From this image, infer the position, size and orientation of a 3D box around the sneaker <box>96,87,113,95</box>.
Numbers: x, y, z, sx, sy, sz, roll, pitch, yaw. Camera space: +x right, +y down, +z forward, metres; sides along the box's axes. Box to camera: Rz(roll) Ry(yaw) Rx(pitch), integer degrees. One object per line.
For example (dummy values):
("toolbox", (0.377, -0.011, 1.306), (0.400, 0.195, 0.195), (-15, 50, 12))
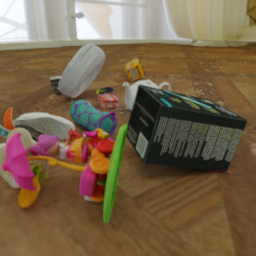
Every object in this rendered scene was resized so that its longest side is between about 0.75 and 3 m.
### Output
("sneaker", (-1.127, -1.791, 13.709), (0.838, 0.310, 0.345), (-9, -9, -2))

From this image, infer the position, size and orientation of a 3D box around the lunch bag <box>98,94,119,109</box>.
("lunch bag", (-0.868, -1.259, 13.174), (0.964, 0.448, 1.094), (-5, 25, -23))

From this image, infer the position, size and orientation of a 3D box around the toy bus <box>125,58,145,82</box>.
("toy bus", (0.441, -3.903, 18.544), (1.073, 0.892, 2.741), (-22, 21, 8))

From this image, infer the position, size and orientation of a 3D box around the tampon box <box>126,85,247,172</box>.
("tampon box", (1.502, 0.006, 7.870), (2.549, 1.609, 1.910), (9, 19, -20))

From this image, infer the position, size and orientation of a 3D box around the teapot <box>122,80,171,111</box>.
("teapot", (0.771, -1.457, 12.031), (1.748, 1.294, 1.771), (24, 34, 11))

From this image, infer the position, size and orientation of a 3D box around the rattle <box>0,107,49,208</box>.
("rattle", (-2.660, 0.635, 6.412), (1.283, 1.971, 1.408), (-6, 18, 12))

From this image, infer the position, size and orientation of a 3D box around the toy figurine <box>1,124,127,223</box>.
("toy figurine", (-1.356, 0.580, 6.114), (2.421, 1.974, 2.630), (10, 28, 2))

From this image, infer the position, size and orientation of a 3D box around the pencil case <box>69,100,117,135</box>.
("pencil case", (-1.329, -0.406, 10.389), (2.129, 0.984, 0.906), (27, -7, 45))

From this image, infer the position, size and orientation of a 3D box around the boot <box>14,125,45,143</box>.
("boot", (-3.211, 0.204, 8.700), (1.394, 0.483, 1.213), (15, -1, 5))

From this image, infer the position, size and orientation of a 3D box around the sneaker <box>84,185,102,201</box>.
("sneaker", (-0.712, 1.418, 6.838), (0.462, 0.417, 1.128), (15, 30, 2))

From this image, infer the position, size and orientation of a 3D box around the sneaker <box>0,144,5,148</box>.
("sneaker", (-3.548, 0.561, 8.725), (0.952, 0.383, 0.364), (8, 20, 4))

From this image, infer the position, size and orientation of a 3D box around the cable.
("cable", (-2.276, -2.746, 13.855), (1.008, 2.910, 2.911), (36, 67, -3))

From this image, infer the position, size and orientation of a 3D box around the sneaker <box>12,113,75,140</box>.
("sneaker", (-2.874, -0.179, 9.910), (2.331, 0.890, 0.938), (8, 26, 15))

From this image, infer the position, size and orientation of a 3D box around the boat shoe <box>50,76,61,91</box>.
("boat shoe", (-3.507, -2.403, 15.557), (0.871, 0.820, 2.424), (-9, 5, 18))
